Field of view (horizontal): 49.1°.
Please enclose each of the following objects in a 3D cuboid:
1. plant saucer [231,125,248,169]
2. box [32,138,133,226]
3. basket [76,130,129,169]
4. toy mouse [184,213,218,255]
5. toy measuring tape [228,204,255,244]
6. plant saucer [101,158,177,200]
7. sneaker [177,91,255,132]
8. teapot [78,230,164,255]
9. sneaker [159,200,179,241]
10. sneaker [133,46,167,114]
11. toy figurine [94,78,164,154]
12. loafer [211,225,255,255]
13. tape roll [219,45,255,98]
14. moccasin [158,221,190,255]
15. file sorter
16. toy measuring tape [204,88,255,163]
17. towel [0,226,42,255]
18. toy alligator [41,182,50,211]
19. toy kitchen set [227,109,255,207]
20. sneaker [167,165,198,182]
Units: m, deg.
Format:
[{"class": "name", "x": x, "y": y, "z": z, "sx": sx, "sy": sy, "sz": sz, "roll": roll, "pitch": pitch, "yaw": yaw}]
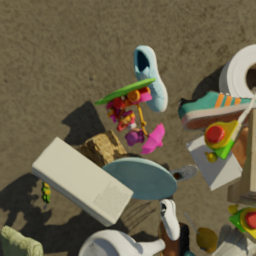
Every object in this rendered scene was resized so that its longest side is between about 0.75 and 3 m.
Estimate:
[{"class": "plant saucer", "x": 3.700, "y": 0.608, "z": 9.641, "sx": 1.604, "sy": 0.259, "sz": 1.604, "roll": -2, "pitch": 86, "yaw": 32}, {"class": "box", "x": -1.288, "y": 1.537, "z": 7.828, "sx": 2.663, "sy": 0.911, "sz": 1.094, "roll": 37, "pitch": 62, "yaw": 0}, {"class": "basket", "x": -0.957, "y": 1.292, "z": 11.065, "sx": 1.374, "sy": 1.435, "sz": 1.926, "roll": -37, "pitch": 85, "yaw": 30}, {"class": "toy mouse", "x": 2.479, "y": 4.367, "z": 8.396, "sx": 2.831, "sy": 0.548, "sz": 2.516, "roll": 44, "pitch": 47, "yaw": -22}, {"class": "toy measuring tape", "x": 3.531, "y": 2.737, "z": 7.374, "sx": 2.059, "sy": 0.757, "sz": 0.757, "roll": 42, "pitch": 86, "yaw": 14}, {"class": "plant saucer", "x": 0.312, "y": 1.466, "z": 8.472, "sx": 2.362, "sy": 2.362, "sz": 0.455, "roll": 12, "pitch": 53, "yaw": 1}, {"class": "sneaker", "x": 3.080, "y": -0.715, "z": 9.071, "sx": 2.983, "sy": 1.065, "sz": 1.192, "roll": -6, "pitch": 56, "yaw": -6}, {"class": "teapot", "x": -0.334, "y": 4.052, "z": 8.144, "sx": 2.216, "sy": 1.619, "sz": 2.188, "roll": 8, "pitch": 83, "yaw": 38}, {"class": "sneaker", "x": 1.001, "y": 2.328, "z": 7.085, "sx": 0.379, "sy": 0.399, "sz": 0.992, "roll": -28, "pitch": 60, "yaw": 34}, {"class": "sneaker", "x": 0.631, "y": -1.633, "z": 9.688, "sx": 0.898, "sy": 0.995, "sz": 2.428, "roll": -18, "pitch": 90, "yaw": 29}, {"class": "toy figurine", "x": 0.165, "y": -0.154, "z": 8.068, "sx": 2.105, "sy": 1.580, "sz": 1.937, "roll": -18, "pitch": 94, "yaw": 37}, {"class": "loafer", "x": 2.968, "y": 3.307, "z": 7.940, "sx": 2.953, "sy": 1.033, "sz": 1.031, "roll": -23, "pitch": 40, "yaw": -28}, {"class": "tape roll", "x": 5.140, "y": -1.816, "z": 11.173, "sx": 2.826, "sy": 0.988, "sz": 2.826, "roll": 0, "pitch": 85, "yaw": -1}, {"class": "moccasin", "x": 1.299, "y": 4.453, "z": 8.723, "sx": 1.148, "sy": 1.088, "sz": 2.975, "roll": -6, "pitch": 85, "yaw": 36}, {"class": "file sorter", "x": 2.725, "y": 0.947, "z": 9.058, "sx": 1.112, "sy": 0.998, "sz": 1.603, "roll": -30, "pitch": 89, "yaw": 9}, {"class": "toy measuring tape", "x": 2.732, "y": -0.117, "z": 7.755, "sx": 0.862, "sy": 0.862, "sz": 2.342, "roll": 29, "pitch": 88, "yaw": 3}, {"class": "towel", "x": -2.934, "y": 3.954, "z": 7.977, "sx": 1.658, "sy": 0.408, "sz": 2.235, "roll": 9, "pitch": 112, "yaw": 34}, {"class": "toy alligator", "x": -2.834, "y": 2.365, "z": 9.745, "sx": 0.385, "sy": 0.279, "sz": 1.160, "roll": -50, "pitch": 41, "yaw": 30}, {"class": "toy kitchen set", "x": 4.230, "y": 1.123, "z": 8.021, "sx": 2.058, "sy": 2.522, "sz": 2.276, "roll": 8, "pitch": 71, "yaw": 9}, {"class": "sneaker", "x": 1.773, "y": 1.510, "z": 9.039, "sx": 1.198, "sy": 0.484, "sz": 0.458, "roll": -13, "pitch": 90, "yaw": -19}]
